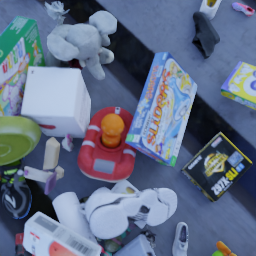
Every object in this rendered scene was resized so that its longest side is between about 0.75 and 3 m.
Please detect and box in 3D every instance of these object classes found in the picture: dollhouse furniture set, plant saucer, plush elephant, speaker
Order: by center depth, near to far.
[{"bbox_3d":[-3.260,0.462,6.972,2.218,2.218,0.345,-21,66,-5],"label":"plant saucer"},{"bbox_3d":[-2.255,0.777,7.334,0.981,1.095,1.382,14,108,6],"label":"dollhouse furniture set"},{"bbox_3d":[-1.402,2.558,7.416,0.682,0.682,1.680,-29,61,-7],"label":"speaker"},{"bbox_3d":[-1.302,-2.218,7.954,2.193,2.663,2.062,-34,40,-13],"label":"plush elephant"}]

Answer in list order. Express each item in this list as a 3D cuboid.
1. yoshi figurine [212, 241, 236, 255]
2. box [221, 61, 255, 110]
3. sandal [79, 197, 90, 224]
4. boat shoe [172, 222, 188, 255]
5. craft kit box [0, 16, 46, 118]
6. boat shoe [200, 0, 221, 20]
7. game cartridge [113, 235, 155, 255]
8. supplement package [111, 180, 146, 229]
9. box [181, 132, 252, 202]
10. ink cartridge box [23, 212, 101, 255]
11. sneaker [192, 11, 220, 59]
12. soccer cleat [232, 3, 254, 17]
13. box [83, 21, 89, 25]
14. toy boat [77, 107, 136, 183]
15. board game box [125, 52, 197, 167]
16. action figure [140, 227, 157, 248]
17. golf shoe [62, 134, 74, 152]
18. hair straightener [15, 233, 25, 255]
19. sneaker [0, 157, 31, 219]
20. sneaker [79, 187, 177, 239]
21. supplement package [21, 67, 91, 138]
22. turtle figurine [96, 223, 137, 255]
[{"bbox_3d":[2.106,3.789,7.337,0.922,0.925,1.646,43,86,14],"label":"yoshi figurine"},{"bbox_3d":[3.947,-1.135,8.399,1.950,0.472,1.144,32,82,28],"label":"box"},{"bbox_3d":[-1.405,3.013,7.888,0.851,0.612,2.144,21,62,13],"label":"sandal"},{"bbox_3d":[1.517,3.250,7.900,0.398,0.378,1.104,14,76,4],"label":"boat shoe"},{"bbox_3d":[-2.993,-1.015,7.418,0.656,2.669,2.702,15,55,2],"label":"craft kit box"},{"bbox_3d":[3.025,-4.842,9.817,0.742,0.731,2.092,20,76,5],"label":"boat shoe"},{"bbox_3d":[0.245,4.178,6.754,1.702,0.517,2.553,-47,46,21],"label":"game cartridge"},{"bbox_3d":[0.105,2.128,8.015,1.306,0.715,0.743,39,79,10],"label":"supplement package"},{"bbox_3d":[2.648,1.176,8.432,1.665,0.411,1.330,-41,81,-10],"label":"box"},{"bbox_3d":[-1.703,3.244,6.636,1.762,0.545,2.173,24,116,14],"label":"ink cartridge box"},{"bbox_3d":[2.484,-3.170,9.508,0.847,0.488,1.623,-31,81,-12],"label":"sneaker"},{"bbox_3d":[4.068,-4.240,9.884,0.795,0.304,0.265,36,78,8],"label":"soccer cleat"},{"bbox_3d":[-1.509,-3.138,9.653,0.853,0.212,0.847,-31,77,-7],"label":"box"},{"bbox_3d":[-0.469,0.228,7.803,1.539,1.541,2.358,11,46,-1],"label":"toy boat"},{"bbox_3d":[1.065,-0.491,8.144,0.480,1.886,2.786,5,70,43],"label":"board game box"},{"bbox_3d":[0.517,3.237,7.840,0.558,0.479,0.939,4,74,16],"label":"action figure"},{"bbox_3d":[-1.855,0.434,8.411,0.348,0.761,0.286,18,51,9],"label":"golf shoe"},{"bbox_3d":[-2.734,3.266,7.193,0.307,1.502,0.578,3,92,-26],"label":"hair straightener"},{"bbox_3d":[-3.360,1.429,8.058,0.825,0.965,2.328,-10,76,-6],"label":"sneaker"},{"bbox_3d":[-0.023,2.003,7.388,2.530,1.454,0.951,-9,99,-29],"label":"sneaker"},{"bbox_3d":[-1.909,-0.615,7.940,1.347,2.222,1.331,3,75,2],"label":"supplement package"},{"bbox_3d":[-0.365,3.144,7.805,0.975,0.656,1.302,34,70,4],"label":"turtle figurine"}]
